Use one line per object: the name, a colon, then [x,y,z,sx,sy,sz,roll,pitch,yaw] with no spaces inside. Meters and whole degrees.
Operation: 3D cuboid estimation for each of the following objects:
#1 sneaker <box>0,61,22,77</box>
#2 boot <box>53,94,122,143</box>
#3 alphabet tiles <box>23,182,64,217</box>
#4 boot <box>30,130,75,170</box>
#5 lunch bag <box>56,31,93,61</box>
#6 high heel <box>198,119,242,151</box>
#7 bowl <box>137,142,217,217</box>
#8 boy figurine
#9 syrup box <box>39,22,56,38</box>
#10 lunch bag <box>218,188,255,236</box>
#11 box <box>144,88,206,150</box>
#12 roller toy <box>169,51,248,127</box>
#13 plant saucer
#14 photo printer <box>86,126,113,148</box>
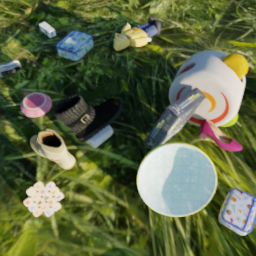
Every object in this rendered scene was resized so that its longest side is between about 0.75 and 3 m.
sneaker: [-5.369,-2.570,12.513,1.266,0.468,0.502,-35,65,-24]
boot: [-1.297,-0.655,9.631,2.194,1.641,0.826,-43,43,-14]
alphabet tiles: [-2.590,2.191,8.618,1.059,0.079,1.082,-37,104,-7]
boot: [-2.756,0.521,9.451,1.966,1.528,0.716,30,66,23]
lunch bag: [-2.574,-3.969,13.457,1.294,0.664,1.609,23,55,20]
high heel: [3.313,0.268,9.887,1.621,0.779,0.547,20,42,9]
bowl: [1.438,1.429,8.758,2.338,2.338,1.258,2,13,2]
boy figurine: [0.297,-4.651,13.855,2.680,0.864,1.666,-30,61,-24]
syrup box: [-4.163,-5.054,14.445,0.377,0.364,0.925,-37,62,-25]
lunch bag: [3.450,2.546,8.607,1.045,0.493,1.305,27,59,17]
box: [1.555,-0.257,9.541,0.538,2.107,1.662,45,54,14]
roller toy: [2.908,-1.474,10.297,2.476,2.714,1.897,13,48,22]
plant saucer: [-3.764,-0.999,11.400,1.253,0.318,1.253,0,53,1]
photo printer: [-1.145,0.186,10.438,0.864,0.361,1.039,34,60,30]
